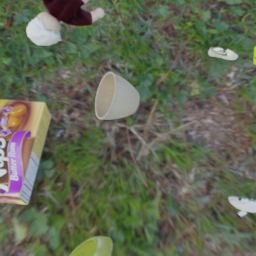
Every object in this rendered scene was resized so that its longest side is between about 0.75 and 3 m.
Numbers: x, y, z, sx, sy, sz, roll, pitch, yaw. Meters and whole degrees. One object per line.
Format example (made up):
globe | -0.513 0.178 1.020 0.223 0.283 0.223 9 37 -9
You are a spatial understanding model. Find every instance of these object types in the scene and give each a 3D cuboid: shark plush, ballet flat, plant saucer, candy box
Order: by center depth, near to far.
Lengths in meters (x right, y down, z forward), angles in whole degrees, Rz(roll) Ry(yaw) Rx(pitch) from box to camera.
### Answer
plant saucer | -0.707 1.980 3.936 0.184 1.182 1.182 46 67 -8
shark plush | 2.539 1.493 5.672 0.912 0.380 0.415 -11 101 10
candy box | -3.329 0.600 7.803 1.653 0.800 2.832 4 59 3
ballet flat | 3.367 -2.620 9.863 1.064 0.332 0.359 8 61 4

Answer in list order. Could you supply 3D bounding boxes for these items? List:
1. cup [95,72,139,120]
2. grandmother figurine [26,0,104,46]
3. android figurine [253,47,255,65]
cup | -0.262 -0.865 8.428 1.007 1.408 1.408 10 57 -28
grandmother figurine | -1.319 -3.182 6.678 2.978 1.806 0.902 -49 33 9
android figurine | 2.392 -1.338 4.593 0.816 0.896 0.184 -22 37 -14
